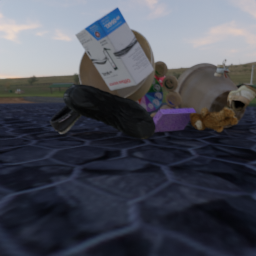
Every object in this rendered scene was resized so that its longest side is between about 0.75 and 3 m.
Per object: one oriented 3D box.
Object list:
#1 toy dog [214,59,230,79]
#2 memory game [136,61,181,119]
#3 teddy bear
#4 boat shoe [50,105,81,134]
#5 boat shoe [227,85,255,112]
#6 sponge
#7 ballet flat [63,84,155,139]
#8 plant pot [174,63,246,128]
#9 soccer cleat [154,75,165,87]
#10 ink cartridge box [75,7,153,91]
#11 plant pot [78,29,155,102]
[{"bbox_3d":[3.631,-2.144,10.494,0.459,0.629,0.954,22,42,35],"label":"toy dog"},{"bbox_3d":[0.526,-1.263,10.078,2.832,2.832,0.180,4,28,30],"label":"memory game"},{"bbox_3d":[2.820,-0.243,9.328,1.583,0.529,1.148,1,-29,21],"label":"teddy bear"},{"bbox_3d":[-1.695,-0.694,9.029,0.668,1.998,0.569,22,-23,45],"label":"boat shoe"},{"bbox_3d":[3.569,-0.857,9.175,0.657,0.595,1.843,34,-4,10],"label":"boat shoe"},{"bbox_3d":[1.528,-0.265,9.739,1.674,0.934,0.250,-4,49,-36],"label":"sponge"},{"bbox_3d":[-0.417,-0.462,7.787,2.858,0.950,0.812,25,-9,-26],"label":"ballet flat"},{"bbox_3d":[3.455,-1.141,11.421,2.644,2.644,2.294,-2,22,-13],"label":"plant pot"},{"bbox_3d":[0.680,-2.091,10.106,1.689,0.563,0.646,40,41,7],"label":"soccer cleat"},{"bbox_3d":[-0.343,-1.843,6.889,0.719,1.704,1.244,-44,22,-26],"label":"ink cartridge box"},{"bbox_3d":[-0.141,-1.681,8.923,2.372,2.372,1.593,3,-14,23],"label":"plant pot"}]
